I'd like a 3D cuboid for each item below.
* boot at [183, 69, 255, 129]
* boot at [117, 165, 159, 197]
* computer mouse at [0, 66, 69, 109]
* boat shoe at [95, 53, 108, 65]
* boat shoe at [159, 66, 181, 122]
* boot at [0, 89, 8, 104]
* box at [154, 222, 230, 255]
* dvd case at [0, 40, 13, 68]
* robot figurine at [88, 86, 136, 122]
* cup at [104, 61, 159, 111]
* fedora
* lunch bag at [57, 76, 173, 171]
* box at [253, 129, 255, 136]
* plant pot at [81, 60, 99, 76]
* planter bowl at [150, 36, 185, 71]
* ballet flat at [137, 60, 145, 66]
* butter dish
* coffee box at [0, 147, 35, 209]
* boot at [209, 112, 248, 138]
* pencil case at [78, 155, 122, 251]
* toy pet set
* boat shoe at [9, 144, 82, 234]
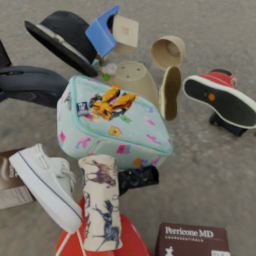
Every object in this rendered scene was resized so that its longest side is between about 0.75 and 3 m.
[{"bbox_3d":[3.135,-1.014,8.267,1.810,0.908,2.508,-23,47,-35],"label":"boot"},{"bbox_3d":[0.121,1.235,6.597,1.258,1.535,0.568,-16,74,12],"label":"boot"},{"bbox_3d":[-2.622,-1.194,7.467,2.780,0.733,1.925,7,37,-36],"label":"computer mouse"},{"bbox_3d":[-2.050,-3.748,13.933,2.196,0.782,0.708,25,43,13],"label":"boat shoe"},{"bbox_3d":[0.887,-0.786,6.324,0.462,1.249,0.414,-4,22,-23],"label":"boat shoe"},{"bbox_3d":[-4.208,-1.022,8.480,2.213,0.805,0.999,-29,8,11],"label":"boot"},{"bbox_3d":[1.392,3.424,6.341,1.574,1.558,1.898,4,46,4],"label":"box"},{"bbox_3d":[-4.817,-2.015,9.013,0.221,2.770,2.059,38,71,5],"label":"dvd case"},{"bbox_3d":[-0.255,-0.400,4.699,0.643,0.258,0.887,26,40,18],"label":"robot figurine"},{"bbox_3d":[0.062,-1.536,11.019,2.474,1.769,2.474,0,45,0],"label":"cup"},{"bbox_3d":[-2.001,-3.070,9.701,2.985,2.985,1.363,35,87,29],"label":"fedora"},{"bbox_3d":[-0.367,-0.147,6.936,2.810,1.083,2.254,18,39,-29],"label":"lunch bag"},{"bbox_3d":[5.976,-0.363,10.801,1.591,0.426,2.627,23,51,20],"label":"box"},{"bbox_3d":[-1.734,-2.871,13.157,0.611,0.611,0.864,16,40,15],"label":"plant pot"},{"bbox_3d":[1.561,-2.795,10.155,1.251,1.251,0.842,26,50,23],"label":"planter bowl"},{"bbox_3d":[0.418,-2.939,13.385,0.381,0.381,1.025,35,58,29],"label":"ballet flat"},{"bbox_3d":[-0.307,3.160,6.311,2.001,2.707,2.700,3,42,-33],"label":"butter dish"},{"bbox_3d":[-4.236,1.658,8.416,2.599,1.036,1.486,-12,47,-11],"label":"coffee box"},{"bbox_3d":[4.077,-0.430,10.719,1.357,0.617,1.615,30,60,30],"label":"boot"},{"bbox_3d":[-0.499,1.324,4.939,0.659,0.757,1.693,0,82,-31],"label":"pencil case"},{"bbox_3d":[-0.877,-2.650,9.368,1.450,2.550,2.731,9,79,-26],"label":"toy pet set"},{"bbox_3d":[-1.577,1.068,5.835,0.935,1.024,2.845,-38,32,-21],"label":"boat shoe"}]
